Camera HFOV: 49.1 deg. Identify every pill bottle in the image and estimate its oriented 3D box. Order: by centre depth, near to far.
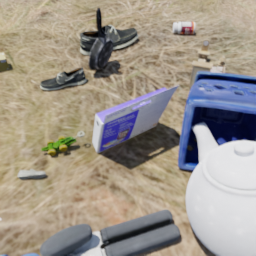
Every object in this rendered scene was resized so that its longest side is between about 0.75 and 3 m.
[{"bbox_3d":[2.691,-4.821,13.522,1.007,0.552,0.552,1,45,2],"label":"pill bottle"}]

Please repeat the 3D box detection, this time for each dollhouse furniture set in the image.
[{"bbox_3d":[3.186,-2.504,10.835,1.225,1.046,2.363,13,46,13],"label":"dollhouse furniture set"}]

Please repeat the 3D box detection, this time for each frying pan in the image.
[{"bbox_3d":[-0.892,-3.295,10.630,0.415,2.550,1.542,29,37,12],"label":"frying pan"}]

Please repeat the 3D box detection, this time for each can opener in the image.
[{"bbox_3d":[-0.311,2.359,5.958,2.955,0.988,0.788,-13,46,-13],"label":"can opener"}]

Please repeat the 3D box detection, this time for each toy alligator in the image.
[{"bbox_3d":[-1.875,0.485,8.228,1.356,0.326,0.450,-20,51,0],"label":"toy alligator"}]

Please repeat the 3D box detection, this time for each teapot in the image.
[{"bbox_3d":[2.500,1.245,5.803,2.873,2.098,2.836,2,32,28],"label":"teapot"}]

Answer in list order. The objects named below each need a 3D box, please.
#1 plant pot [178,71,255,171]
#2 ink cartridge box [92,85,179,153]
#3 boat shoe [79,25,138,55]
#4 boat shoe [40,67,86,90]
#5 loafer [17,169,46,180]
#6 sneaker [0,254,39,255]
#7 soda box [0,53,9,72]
[{"bbox_3d":[2.700,-0.216,7.668,2.373,2.374,2.134,8,40,10],"label":"plant pot"},{"bbox_3d":[0.110,-0.336,7.811,2.226,2.247,0.488,-24,70,-23],"label":"ink cartridge box"},{"bbox_3d":[-0.796,-4.063,12.470,2.856,0.966,1.026,-21,44,-21],"label":"boat shoe"},{"bbox_3d":[-2.472,-1.864,10.522,1.734,0.586,0.623,-15,43,-11],"label":"boat shoe"},{"bbox_3d":[-2.612,1.236,7.615,0.755,0.264,0.263,-2,52,-2],"label":"loafer"},{"bbox_3d":[-2.772,2.874,5.635,2.025,0.749,0.833,-14,44,-15],"label":"sneaker"},{"bbox_3d":[-5.687,-2.474,11.168,1.662,0.532,0.563,-18,48,-18],"label":"soda box"}]
